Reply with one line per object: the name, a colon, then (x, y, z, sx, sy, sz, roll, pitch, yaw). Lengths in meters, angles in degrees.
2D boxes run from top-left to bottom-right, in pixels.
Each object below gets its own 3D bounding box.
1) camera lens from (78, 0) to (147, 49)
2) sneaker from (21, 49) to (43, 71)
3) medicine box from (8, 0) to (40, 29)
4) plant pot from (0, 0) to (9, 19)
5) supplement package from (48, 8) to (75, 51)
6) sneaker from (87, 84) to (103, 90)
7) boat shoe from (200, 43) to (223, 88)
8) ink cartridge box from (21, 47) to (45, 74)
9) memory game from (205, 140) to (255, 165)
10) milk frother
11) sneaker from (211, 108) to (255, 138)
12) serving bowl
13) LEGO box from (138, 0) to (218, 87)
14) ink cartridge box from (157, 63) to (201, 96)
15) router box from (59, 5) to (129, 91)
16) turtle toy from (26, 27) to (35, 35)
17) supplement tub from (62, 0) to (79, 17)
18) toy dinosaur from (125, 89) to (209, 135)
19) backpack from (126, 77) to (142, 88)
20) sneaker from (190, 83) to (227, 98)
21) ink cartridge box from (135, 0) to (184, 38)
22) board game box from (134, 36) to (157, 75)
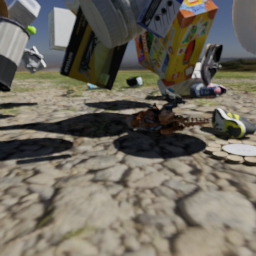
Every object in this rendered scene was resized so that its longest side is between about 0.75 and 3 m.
camera lens: (0.062, -2.986, 6.456, 2.018, 1.614, 1.614, -34, 21, -8)
sneaker: (-2.864, -1.922, 7.766, 0.880, 0.506, 0.331, 19, 2, -12)
medicine box: (-4.303, -4.238, 10.797, 1.649, 0.849, 1.502, -37, 36, 16)
plant pot: (-4.534, -3.608, 9.061, 0.220, 1.598, 1.598, 24, 20, 14)
supplement package: (-2.834, -4.343, 12.600, 1.256, 1.613, 0.894, -2, 3, -32)
sneaker: (-2.066, -2.916, 19.025, 1.011, 0.616, 1.549, 4, 15, 21)
boat shoe: (2.553, -1.940, 8.508, 0.475, 1.516, 0.551, -3, -27, 41)
ink cartridge box: (-3.966, -2.801, 11.651, 0.667, 0.924, 0.391, -28, 21, -2)
memory game: (2.514, 0.520, 6.198, 1.588, 0.101, 1.588, -1, 14, 0)
milk frother: (-3.371, -1.883, 6.497, 1.483, 1.546, 1.643, 10, -15, 9)
sneaker: (2.941, -0.105, 7.937, 0.693, 0.610, 1.639, 3, 22, -13)
serving bowl: (3.554, -3.011, 6.943, 0.754, 2.294, 2.294, -8, 15, -11)
LEGO box: (1.412, -3.177, 9.121, 1.147, 2.972, 2.213, -22, 64, -14)
ink cartridge box: (3.065, -2.610, 15.289, 2.401, 1.012, 1.753, -8, -23, -28)
router box: (-0.997, -2.443, 8.697, 1.707, 2.171, 0.567, 15, 16, -20)
turtle toy: (-4.746, -4.632, 12.753, 1.116, 0.813, 0.564, 33, -4, 4)
supplement tub: (-1.721, -4.354, 9.803, 0.821, 0.821, 1.134, 5, -7, 20)
toy dinosaur: (1.085, -0.201, 7.916, 2.216, 1.132, 1.504, 24, 36, 16)
backpack: (0.505, -3.326, 20.302, 0.974, 0.739, 1.167, -4, 10, 30)
sneaker: (4.295, -2.006, 14.877, 2.360, 0.828, 0.968, -12, 15, -37)
ink cartridge box: (0.770, -2.633, 5.762, 0.646, 1.375, 0.304, 24, 8, -27)
board game box: (1.630, -3.692, 12.659, 1.845, 1.845, 1.846, 23, -43, -38)
